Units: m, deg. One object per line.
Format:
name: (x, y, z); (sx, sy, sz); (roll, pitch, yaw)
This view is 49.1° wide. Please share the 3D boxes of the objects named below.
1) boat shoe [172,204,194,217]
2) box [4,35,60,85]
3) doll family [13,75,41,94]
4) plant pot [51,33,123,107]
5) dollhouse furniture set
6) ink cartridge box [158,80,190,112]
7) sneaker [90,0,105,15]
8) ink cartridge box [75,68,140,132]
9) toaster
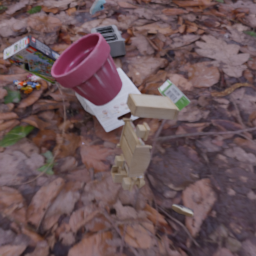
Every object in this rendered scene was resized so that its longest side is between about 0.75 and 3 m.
boat shoe: (1.855, 2.758, 9.482); (0.752, 0.270, 0.244); (18, 40, 19)
box: (-3.248, -2.491, 10.693); (1.358, 2.467, 0.428); (-18, 67, 27)
doll family: (-4.632, -2.008, 13.239); (0.861, 0.625, 1.387); (18, 35, 23)
plant pot: (-1.302, -1.941, 10.167); (2.214, 1.982, 2.214); (-24, 39, 21)
dollhouse furniture set: (0.426, 0.579, 7.274); (1.137, 2.569, 1.332); (3, 31, -19)
ink cartridge box: (1.629, -1.223, 10.293); (0.539, 1.817, 0.943); (-44, 97, 11)
sneaker: (-1.196, -4.727, 11.026); (0.402, 0.981, 0.362); (40, 61, -12)
ink cartridge box: (-0.682, -1.176, 12.488); (2.411, 0.847, 2.967); (-25, 64, -19)
toaster: (-1.143, -4.523, 14.874); (1.803, 1.070, 1.630); (-13, 51, -10)
